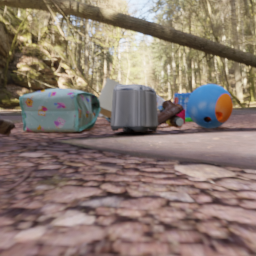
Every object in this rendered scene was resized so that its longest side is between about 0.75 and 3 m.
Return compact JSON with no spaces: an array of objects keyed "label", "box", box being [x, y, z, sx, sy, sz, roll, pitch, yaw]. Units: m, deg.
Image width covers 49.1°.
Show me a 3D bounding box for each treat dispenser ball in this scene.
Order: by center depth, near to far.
[{"label":"treat dispenser ball","box":[3.769,-0.993,12.965,2.030,2.030,2.030,0,5,0]}]

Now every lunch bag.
[{"label":"lunch bag","box":[-2.744,-0.796,12.071,2.549,1.825,2.993,0,11,11]}]

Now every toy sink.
[{"label":"toy sink","box":[-0.345,-1.249,14.907,2.508,1.635,1.405,22,-14,-6]}]

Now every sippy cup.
[{"label":"sippy cup","box":[3.580,-1.316,17.817,2.429,1.780,1.908,-1,6,-17]}]

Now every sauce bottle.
[{"label":"sauce bottle","box":[2.283,-0.347,13.827,0.588,0.588,1.819,0,6,-5]}]

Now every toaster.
[{"label":"toaster","box":[0.237,-0.725,10.846,1.518,1.726,2.672,1,1,23]}]

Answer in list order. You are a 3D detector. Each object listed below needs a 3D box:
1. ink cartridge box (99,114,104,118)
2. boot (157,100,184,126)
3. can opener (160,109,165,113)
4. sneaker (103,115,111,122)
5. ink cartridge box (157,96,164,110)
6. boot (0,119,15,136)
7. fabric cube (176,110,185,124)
[{"label":"ink cartridge box","box":[-0.471,-1.508,17.831,2.768,0.939,1.605,-24,-14,34]},{"label":"boot","box":[1.591,-0.672,13.764,1.767,0.568,1.647,-34,22,-18]},{"label":"can opener","box":[2.196,-0.637,16.683,0.831,1.030,2.620,42,5,-1]},{"label":"sneaker","box":[-1.051,-0.542,16.702,0.418,0.480,1.066,-35,40,-18]},{"label":"ink cartridge box","box":[1.780,-1.674,17.578,1.120,0.645,0.380,37,16,12]},{"label":"boot","box":[-4.481,0.097,9.747,1.030,0.362,0.753,-36,-29,4]},{"label":"fabric cube","box":[2.773,-0.627,15.751,0.795,0.793,0.780,2,6,18]}]
